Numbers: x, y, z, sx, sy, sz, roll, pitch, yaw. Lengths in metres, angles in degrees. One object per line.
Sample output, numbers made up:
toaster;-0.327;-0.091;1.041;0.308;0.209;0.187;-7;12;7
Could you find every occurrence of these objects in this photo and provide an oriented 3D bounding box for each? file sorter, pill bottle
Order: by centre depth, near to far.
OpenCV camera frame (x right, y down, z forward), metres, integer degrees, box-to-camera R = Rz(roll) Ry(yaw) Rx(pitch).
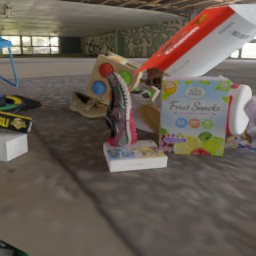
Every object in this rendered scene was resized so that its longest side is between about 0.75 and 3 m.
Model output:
pill bottle;2.086;-0.656;7.942;2.396;1.326;1.326;13;21;35
file sorter;-5.022;-1.805;8.619;2.571;1.577;1.784;-27;39;-37

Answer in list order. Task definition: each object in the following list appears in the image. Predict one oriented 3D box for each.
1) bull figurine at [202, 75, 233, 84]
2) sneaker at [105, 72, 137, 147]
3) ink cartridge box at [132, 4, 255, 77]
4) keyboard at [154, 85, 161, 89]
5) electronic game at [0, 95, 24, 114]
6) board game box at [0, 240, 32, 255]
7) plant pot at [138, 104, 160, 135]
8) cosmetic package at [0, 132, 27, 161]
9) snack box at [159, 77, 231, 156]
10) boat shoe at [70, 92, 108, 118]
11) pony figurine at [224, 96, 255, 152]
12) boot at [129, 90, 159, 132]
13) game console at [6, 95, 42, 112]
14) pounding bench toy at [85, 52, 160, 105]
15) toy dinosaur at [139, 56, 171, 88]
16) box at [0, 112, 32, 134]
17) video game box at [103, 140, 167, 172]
bull figurine;3.419;-1.357;10.845;2.458;0.800;1.492;-2;49;-33
sneaker;-0.222;-0.367;5.724;0.580;1.553;0.626;-12;6;-11
ink cartridge box;1.821;-1.896;6.733;2.933;0.693;2.348;-26;-5;-43
keyboard;1.898;-2.276;15.393;0.952;0.154;1.498;10;18;11
electronic game;-4.515;-0.803;9.419;1.884;0.392;1.884;5;21;-2
board game box;-1.371;1.577;2.425;2.535;0.297;1.328;9;17;28
plant pot;0.714;-0.203;7.060;0.151;1.097;1.097;-46;38;-21
cosmetic package;-3.200;0.343;6.119;1.778;0.450;0.734;5;12;13
snack box;1.398;-0.264;6.107;1.393;1.652;0.559;2;17;8
boat shoe;-1.352;-0.800;9.605;2.090;0.655;0.766;16;23;43
pony figurine;2.880;-0.033;5.939;1.472;1.270;1.525;-32;-5;-13
boot;0.534;-0.541;8.048;2.216;1.059;0.815;10;19;30
game console;-4.600;-0.874;10.457;1.821;0.320;2.059;12;21;35
pounding bench toy;-0.050;-1.606;10.582;2.495;1.550;1.946;24;20;1
toy dinosaur;1.500;-1.704;9.454;1.974;1.250;2.913;-10;-12;12
box;-3.083;-0.197;6.489;1.585;0.391;1.265;13;-4;-17
video game box;0.110;0.553;5.821;1.134;0.265;1.033;-3;15;-10
